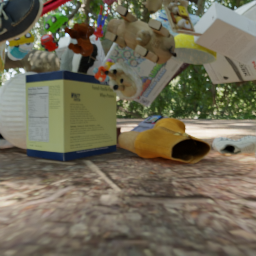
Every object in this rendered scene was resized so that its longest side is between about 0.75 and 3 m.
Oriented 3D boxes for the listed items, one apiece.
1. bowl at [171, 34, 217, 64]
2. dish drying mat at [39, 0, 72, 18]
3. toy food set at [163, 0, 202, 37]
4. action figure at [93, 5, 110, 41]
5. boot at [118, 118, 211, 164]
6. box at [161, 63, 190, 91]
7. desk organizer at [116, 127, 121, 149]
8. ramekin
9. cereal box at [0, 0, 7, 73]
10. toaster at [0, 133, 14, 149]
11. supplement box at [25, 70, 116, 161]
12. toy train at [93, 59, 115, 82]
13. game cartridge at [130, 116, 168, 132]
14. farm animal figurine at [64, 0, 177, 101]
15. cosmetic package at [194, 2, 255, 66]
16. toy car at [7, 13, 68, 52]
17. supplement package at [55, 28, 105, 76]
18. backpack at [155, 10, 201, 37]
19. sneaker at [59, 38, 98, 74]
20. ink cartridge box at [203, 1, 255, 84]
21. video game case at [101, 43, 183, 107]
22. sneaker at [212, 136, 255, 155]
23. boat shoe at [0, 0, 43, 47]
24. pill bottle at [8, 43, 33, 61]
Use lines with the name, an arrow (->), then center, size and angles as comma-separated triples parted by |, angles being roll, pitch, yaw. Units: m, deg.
bowl -> 1.589, -2.046, 6.821 | 1.228, 0.661, 1.228 | 12, 0, 0
dish drying mat -> -1.465, -2.168, 5.037 | 1.989, 0.181, 0.764 | -3, 38, 41
toy food set -> 1.088, -2.210, 5.551 | 0.617, 0.860, 0.260 | -3, -21, -29
action figure -> -0.920, -3.457, 9.233 | 0.372, 1.140, 0.564 | 9, 37, -18
boot -> 1.395, 0.391, 7.786 | 2.952, 1.039, 2.113 | -8, 14, -43
box -> 1.675, -2.521, 11.786 | 2.510, 0.940, 1.257 | -43, 12, 20
desk organizer -> -1.105, 0.316, 9.961 | 1.842, 0.709, 0.661 | 3, 4, 41
ramekin -> -2.756, -0.533, 8.958 | 1.322, 2.518, 2.518 | 2, 4, 34
cereal box -> -3.768, -2.800, 7.951 | 0.393, 1.990, 1.432 | 0, -24, -12
toaster -> -4.863, -0.115, 9.239 | 1.885, 1.658, 2.918 | 6, -4, 31
supplement box -> -1.578, -0.362, 8.144 | 1.518, 2.259, 2.262 | 2, 4, 33
toy train -> -0.344, -1.120, 6.479 | 1.095, 0.823, 0.305 | 31, -44, -26
game cartridge -> 0.901, -0.009, 12.343 | 1.483, 0.439, 2.288 | -39, 14, -12
farm animal figurine -> 0.088, -2.151, 5.734 | 2.457, 2.485, 1.296 | 49, 20, 17
cosmetic package -> 2.267, -2.004, 6.102 | 1.498, 0.534, 0.760 | 16, -31, -19
toy car -> -2.343, -2.775, 7.914 | 1.657, 0.393, 1.761 | -26, -6, 34
supplement package -> -1.712, -2.522, 11.750 | 1.610, 2.656, 1.591 | -16, 32, 7
backpack -> 1.473, -2.793, 8.045 | 1.572, 1.209, 1.283 | 16, 33, 41
sneaker -> -2.114, -2.158, 10.496 | 1.116, 2.815, 1.040 | 43, 31, 17
ink cartridge box -> 3.390, -2.532, 8.744 | 1.122, 1.987, 2.707 | -35, 13, -11
video game case -> 0.388, -2.178, 10.122 | 2.403, 2.640, 0.313 | 25, 41, -15
sneaker -> 3.236, 0.568, 8.061 | 1.483, 0.557, 0.601 | -3, 16, 3
boat shoe -> -2.030, -1.717, 4.450 | 1.534, 0.574, 0.474 | -15, -9, 26
pill bottle -> -3.578, -2.607, 9.195 | 1.011, 0.560, 0.560 | -25, -14, 41
